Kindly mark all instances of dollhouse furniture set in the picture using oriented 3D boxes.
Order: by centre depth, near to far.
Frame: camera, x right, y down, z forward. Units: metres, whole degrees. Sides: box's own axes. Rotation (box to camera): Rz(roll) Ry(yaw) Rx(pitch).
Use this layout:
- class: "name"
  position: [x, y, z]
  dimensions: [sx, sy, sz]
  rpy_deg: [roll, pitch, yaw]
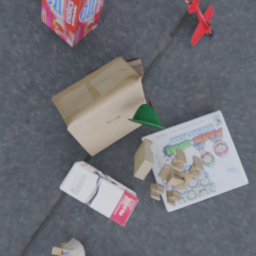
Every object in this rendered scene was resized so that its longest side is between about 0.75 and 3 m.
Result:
- class: "dollhouse furniture set"
  position: [1.097, 1.224, 8.543]
  dimensions: [1.729, 1.125, 1.588]
  rpy_deg: [24, 117, -11]

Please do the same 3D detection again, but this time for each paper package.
- class: "paper package"
  position: [-0.684, -0.551, 8.496]
  dimensions: [2.384, 2.272, 1.233]
  rpy_deg: [-32, 60, -5]

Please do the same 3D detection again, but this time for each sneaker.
- class: "sneaker"
  position: [-0.462, -1.746, 9.468]
  dimensions: [1.979, 0.697, 0.748]
  rpy_deg: [-13, 113, 12]

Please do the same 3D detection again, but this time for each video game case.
- class: "video game case"
  position: [2.195, 1.082, 9.344]
  dimensions: [2.833, 0.336, 2.578]
  rpy_deg: [-19, 84, -2]

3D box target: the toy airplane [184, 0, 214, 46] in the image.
- class: "toy airplane"
  position: [2.455, -3.722, 9.451]
  dimensions: [1.751, 0.322, 1.751]
  rpy_deg: [-3, 95, -37]

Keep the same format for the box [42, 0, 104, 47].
- class: "box"
  position: [-1.633, -4.070, 8.470]
  dimensions: [1.424, 2.857, 1.364]
  rpy_deg: [40, 63, 0]

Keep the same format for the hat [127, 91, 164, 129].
- class: "hat"
  position: [0.541, -0.586, 7.439]
  dimensions: [0.966, 1.166, 1.027]
  rpy_deg: [16, 88, -40]

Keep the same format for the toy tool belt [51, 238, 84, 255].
- class: "toy tool belt"
  position: [-1.779, 4.098, 8.314]
  dimensions: [0.866, 0.880, 1.409]
  rpy_deg: [-9, 91, -35]

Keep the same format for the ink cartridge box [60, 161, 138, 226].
- class: "ink cartridge box"
  position: [-0.853, 1.931, 8.619]
  dimensions: [2.128, 1.540, 0.897]
  rpy_deg: [31, 84, 1]
